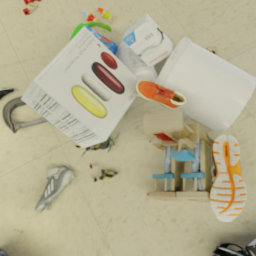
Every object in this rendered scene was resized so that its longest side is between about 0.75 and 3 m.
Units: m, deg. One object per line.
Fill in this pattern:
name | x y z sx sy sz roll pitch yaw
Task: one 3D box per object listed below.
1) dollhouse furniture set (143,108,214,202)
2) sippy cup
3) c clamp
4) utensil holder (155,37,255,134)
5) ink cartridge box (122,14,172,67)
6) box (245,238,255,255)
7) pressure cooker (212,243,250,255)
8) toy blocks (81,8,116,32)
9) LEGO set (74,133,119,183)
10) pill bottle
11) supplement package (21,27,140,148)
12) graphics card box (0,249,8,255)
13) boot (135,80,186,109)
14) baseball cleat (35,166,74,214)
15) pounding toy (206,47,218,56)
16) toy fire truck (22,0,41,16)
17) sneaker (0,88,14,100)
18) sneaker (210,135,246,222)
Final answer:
dollhouse furniture set | 1.293 1.059 8.841 2.100 2.997 2.112 -9 65 32
sippy cup | -1.403 -3.119 11.417 1.664 1.783 2.271 24 113 2
c clamp | -3.521 -0.536 10.918 2.872 0.389 2.453 -11 59 -2
utensil holder | 2.727 -1.489 10.340 2.960 2.515 2.515 32 73 8
ink cartridge box | 0.693 -2.972 9.665 1.050 1.448 0.606 -27 38 35
box | 5.361 4.068 9.010 2.579 0.633 2.078 -25 72 -24
pressure cooker | 3.242 4.382 8.850 1.211 1.230 1.377 15 74 17
toy blocks | -1.387 -5.101 12.753 1.303 0.473 1.086 39 75 13
LEGO set | -1.155 0.768 10.570 1.651 0.720 2.542 2 79 1
pill bottle | 0.294 -2.465 11.167 1.304 1.304 2.281 -13 53 -5
supplement package | -1.492 -1.223 9.398 2.734 2.010 2.614 41 63 -17
graphics card box | -3.540 4.707 8.534 2.519 1.580 0.641 31 74 12
boot | 0.984 -1.035 8.319 1.541 0.826 0.578 21 84 -18
baseball cleat | -2.785 2.152 10.066 0.969 0.635 1.822 36 64 18
pounding toy | 3.527 -2.844 11.676 0.478 0.918 1.045 1 70 0
toy fire truck | -4.507 -5.810 13.124 1.099 0.268 0.775 -31 73 -12
sneaker | -5.250 -1.311 11.450 1.192 0.451 0.522 -11 91 -5
sneaker | 3.054 1.556 8.703 1.021 1.007 2.608 4 81 11
